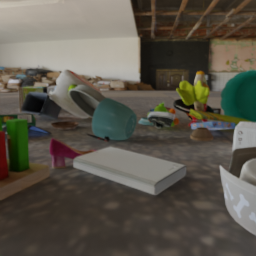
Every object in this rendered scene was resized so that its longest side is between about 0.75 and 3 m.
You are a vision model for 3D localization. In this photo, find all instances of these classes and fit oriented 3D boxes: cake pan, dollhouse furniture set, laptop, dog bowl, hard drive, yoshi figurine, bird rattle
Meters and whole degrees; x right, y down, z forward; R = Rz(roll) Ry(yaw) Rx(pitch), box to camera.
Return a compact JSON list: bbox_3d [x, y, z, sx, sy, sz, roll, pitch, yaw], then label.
[{"bbox_3d":[-1.487,-1.003,12.168,2.380,0.437,2.380,30,-19,12],"label":"cake pan"},{"bbox_3d":[3.880,-1.497,15.696,1.558,0.761,1.329,-51,11,-34],"label":"dollhouse furniture set"},{"bbox_3d":[-4.116,0.263,10.853,1.414,0.824,1.595,7,38,39],"label":"laptop"},{"bbox_3d":[2.884,1.026,4.407,2.871,0.842,2.871,-1,10,0],"label":"dog bowl"},{"bbox_3d":[0.029,0.890,6.413,2.166,0.285,1.429,11,14,34],"label":"hard drive"},{"bbox_3d":[1.611,-0.560,12.220,0.976,0.973,1.737,22,13,42],"label":"yoshi figurine"},{"bbox_3d":[3.299,-1.326,12.539,1.414,2.046,2.509,-2,-35,34],"label":"bird rattle"}]

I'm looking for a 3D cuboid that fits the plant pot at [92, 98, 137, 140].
[{"bbox_3d":[-0.397,-0.227,10.020,1.175,1.465,1.465,17,16,22],"label":"plant pot"}]

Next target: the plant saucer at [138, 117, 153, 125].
[{"bbox_3d":[1.393,-0.350,13.749,1.779,0.244,1.779,0,9,0],"label":"plant saucer"}]

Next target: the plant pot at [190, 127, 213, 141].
[{"bbox_3d":[2.703,0.201,10.263,0.821,0.379,0.821,0,14,0],"label":"plant pot"}]

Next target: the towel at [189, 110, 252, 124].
[{"bbox_3d":[4.120,-0.346,12.058,2.792,0.252,1.202,9,16,-12],"label":"towel"}]

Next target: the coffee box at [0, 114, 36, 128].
[{"bbox_3d":[-5.023,-0.271,11.938,1.984,0.436,1.220,-3,-7,-14],"label":"coffee box"}]

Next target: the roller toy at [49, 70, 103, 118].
[{"bbox_3d":[-2.867,-1.780,15.429,2.531,1.939,2.775,39,10,28],"label":"roller toy"}]

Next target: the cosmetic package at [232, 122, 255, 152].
[{"bbox_3d":[4.363,0.374,8.088,2.351,0.871,1.195,8,13,28],"label":"cosmetic package"}]

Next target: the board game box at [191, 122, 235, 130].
[{"bbox_3d":[3.370,-0.069,11.118,1.388,0.254,1.050,1,-5,-35],"label":"board game box"}]

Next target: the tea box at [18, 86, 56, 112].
[{"bbox_3d":[-5.888,-1.964,18.885,2.386,1.621,2.426,-2,11,-7],"label":"tea box"}]

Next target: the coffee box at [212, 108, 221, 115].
[{"bbox_3d":[4.575,-0.902,16.110,0.741,0.523,1.311,-6,11,-28],"label":"coffee box"}]

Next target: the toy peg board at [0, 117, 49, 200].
[{"bbox_3d":[-3.554,0.563,5.545,2.768,1.354,2.757,4,11,23],"label":"toy peg board"}]

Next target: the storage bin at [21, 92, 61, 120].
[{"bbox_3d":[-4.650,-1.027,15.222,1.924,1.400,1.292,8,-15,39],"label":"storage bin"}]

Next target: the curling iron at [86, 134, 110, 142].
[{"bbox_3d":[-1.018,0.326,9.563,0.833,0.106,0.206,12,45,-11],"label":"curling iron"}]

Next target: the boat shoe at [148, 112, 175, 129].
[{"bbox_3d":[1.115,-0.258,10.312,0.563,0.554,1.563,24,-10,-19],"label":"boat shoe"}]

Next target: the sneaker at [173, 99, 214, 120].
[{"bbox_3d":[3.080,-0.737,13.712,2.075,0.934,0.726,11,45,-12],"label":"sneaker"}]

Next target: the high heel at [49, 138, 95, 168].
[{"bbox_3d":[-1.259,0.560,7.279,1.553,0.745,0.523,-5,11,-25],"label":"high heel"}]

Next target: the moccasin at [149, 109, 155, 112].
[{"bbox_3d":[1.239,-0.614,13.490,0.385,0.454,1.130,-10,-17,23],"label":"moccasin"}]

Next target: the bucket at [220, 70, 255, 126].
[{"bbox_3d":[5.722,-1.335,12.705,2.695,2.695,1.754,7,11,36],"label":"bucket"}]

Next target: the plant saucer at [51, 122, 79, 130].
[{"bbox_3d":[-2.812,-0.098,12.484,1.212,0.222,1.212,1,11,0],"label":"plant saucer"}]

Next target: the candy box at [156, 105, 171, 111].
[{"bbox_3d":[1.915,-0.900,14.875,0.936,0.453,1.604,16,3,7],"label":"candy box"}]
